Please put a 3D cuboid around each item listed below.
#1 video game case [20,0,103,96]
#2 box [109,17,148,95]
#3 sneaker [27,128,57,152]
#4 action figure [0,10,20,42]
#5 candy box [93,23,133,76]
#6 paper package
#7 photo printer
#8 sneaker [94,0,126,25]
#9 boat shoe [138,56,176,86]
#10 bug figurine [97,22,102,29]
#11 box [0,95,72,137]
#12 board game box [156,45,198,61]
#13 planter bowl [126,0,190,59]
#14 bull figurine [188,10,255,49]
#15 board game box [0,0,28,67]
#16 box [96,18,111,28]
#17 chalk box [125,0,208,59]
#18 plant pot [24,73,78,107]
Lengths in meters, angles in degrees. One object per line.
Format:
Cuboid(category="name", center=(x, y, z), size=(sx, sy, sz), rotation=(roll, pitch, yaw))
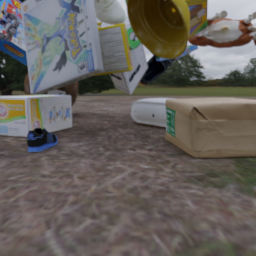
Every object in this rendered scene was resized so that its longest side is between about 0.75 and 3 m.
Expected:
Cuboid(category="video game case", center=(-1.746, -2.320, 6.977), size=(2.342, 2.569, 0.283), rotation=(-12, -6, 33))
Cuboid(category="box", center=(-0.104, -2.593, 10.391), size=(0.780, 1.514, 2.596), rotation=(23, -17, 23))
Cuboid(category="sneaker", center=(-1.940, 0.203, 6.427), size=(0.426, 0.473, 1.214), rotation=(0, 8, 4))
Cuboid(category="action figure", center=(-3.363, -2.855, 7.754), size=(1.180, 0.768, 0.409), rotation=(49, 7, 38))
Cuboid(category="candy box", center=(-1.025, -1.977, 7.475), size=(2.292, 1.172, 0.303), rotation=(-1, 23, 26))
Cuboid(category="paper package", center=(2.014, -0.097, 6.308), size=(2.034, 1.104, 2.134), rotation=(-1, 9, -7))
Cuboid(category="photo printer", center=(1.611, -0.588, 10.274), size=(2.277, 0.950, 2.737), rotation=(-6, 11, -37))
Cuboid(category="sneaker", center=(-0.845, -3.718, 7.871), size=(1.984, 0.743, 0.988), rotation=(42, -7, -9))
Cuboid(category="boat shoe", center=(1.401, -2.862, 12.111), size=(2.701, 1.008, 0.841), rotation=(-46, 15, -7))
Cuboid(category="bug figurine", center=(-2.023, -2.800, 9.336), size=(0.726, 2.188, 2.822), rotation=(18, -9, -37))
Cuboid(category="box", center=(-2.831, -0.439, 8.660), size=(1.230, 1.109, 2.188), rotation=(3, 9, 19))
Cuboid(category="board game box", center=(1.763, -2.758, 10.294), size=(0.979, 0.237, 1.295), rotation=(-28, 19, -23))
Cuboid(category="planter bowl", center=(0.769, -2.292, 5.794), size=(0.670, 1.608, 1.608), rotation=(-44, 27, -20))
Cuboid(category="bull figurine", center=(3.260, -3.031, 8.783), size=(2.816, 0.917, 1.709), rotation=(-7, 3, -3))
Cuboid(category="board game box", center=(-3.574, -3.233, 9.870), size=(0.578, 2.026, 2.069), rotation=(-22, -33, 29))
Cuboid(category="box", center=(-1.416, -3.631, 11.146), size=(1.196, 2.454, 1.526), rotation=(-21, 23, 52))
Cuboid(category="chalk box", center=(0.817, -2.891, 7.344), size=(2.153, 1.339, 1.333), rotation=(-34, -28, -4))
Cuboid(category="plant pot", center=(-3.532, -1.671, 13.184), size=(2.717, 2.717, 2.907), rotation=(-2, 18, -17))
